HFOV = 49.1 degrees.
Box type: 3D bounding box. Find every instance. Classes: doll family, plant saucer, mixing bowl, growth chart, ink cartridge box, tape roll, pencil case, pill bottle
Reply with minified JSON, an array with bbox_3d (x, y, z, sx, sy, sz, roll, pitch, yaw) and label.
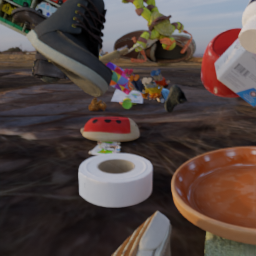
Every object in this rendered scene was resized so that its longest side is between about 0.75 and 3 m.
[{"bbox_3d":[0.502,-1.224,8.411,1.520,0.685,0.944,11,-19,34],"label":"doll family"},{"bbox_3d":[2.030,0.983,4.526,2.618,0.423,2.618,-8,18,3],"label":"plant saucer"},{"bbox_3d":[3.368,-2.274,8.947,2.362,2.362,1.279,11,-22,34],"label":"mixing bowl"},{"bbox_3d":[-0.627,0.600,8.098,0.847,0.104,1.171,4,17,9],"label":"growth chart"},{"bbox_3d":[3.177,-1.665,6.855,1.222,1.660,1.201,35,32,-9],"label":"ink cartridge box"},{"bbox_3d":[-0.256,1.021,5.775,1.516,0.530,1.516,0,16,0],"label":"tape roll"},{"bbox_3d":[-0.554,-1.987,10.385,1.861,0.822,0.822,32,13,-8],"label":"pencil case"},{"bbox_3d":[2.469,-2.026,4.767,0.824,1.484,0.824,28,-13,7],"label":"pill bottle"}]

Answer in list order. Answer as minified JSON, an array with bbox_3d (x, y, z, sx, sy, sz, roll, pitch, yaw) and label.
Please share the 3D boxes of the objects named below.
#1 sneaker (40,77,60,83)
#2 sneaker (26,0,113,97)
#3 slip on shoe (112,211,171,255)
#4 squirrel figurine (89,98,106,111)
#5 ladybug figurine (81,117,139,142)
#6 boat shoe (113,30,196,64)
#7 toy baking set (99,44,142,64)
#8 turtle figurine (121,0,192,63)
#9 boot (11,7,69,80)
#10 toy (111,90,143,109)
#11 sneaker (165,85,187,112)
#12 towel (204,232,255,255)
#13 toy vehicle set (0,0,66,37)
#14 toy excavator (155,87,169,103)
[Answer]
[{"bbox_3d":[-1.587,-2.464,8.210,1.083,2.833,1.623,16,-8,17],"label":"sneaker"},{"bbox_3d":[-0.596,-1.249,3.591,0.798,1.134,2.134,42,1,-43],"label":"sneaker"},{"bbox_3d":[0.092,1.765,2.734,0.812,1.019,2.681,44,15,6],"label":"slip on shoe"},{"bbox_3d":[-1.441,-0.994,13.253,0.740,0.561,0.793,22,39,31],"label":"squirrel figurine"},{"bbox_3d":[-0.544,0.020,8.848,1.875,0.674,1.272,0,11,-17],"label":"ladybug figurine"},{"bbox_3d":[0.636,-2.169,7.593,2.304,0.872,0.827,3,29,18],"label":"boat shoe"},{"bbox_3d":[-0.328,-1.451,5.596,1.299,0.151,0.997,-23,18,5],"label":"toy baking set"},{"bbox_3d":[0.564,-2.345,6.322,2.067,1.667,0.666,-30,-5,-30],"label":"turtle figurine"},{"bbox_3d":[-2.047,-1.900,6.482,1.699,1.479,0.588,15,9,14],"label":"boot"},{"bbox_3d":[-0.003,-1.456,14.519,1.509,0.619,2.621,4,17,2],"label":"toy"},{"bbox_3d":[1.148,-0.613,6.770,0.296,0.775,0.444,-17,51,-32],"label":"sneaker"},{"bbox_3d":[1.737,1.626,4.005,1.271,0.313,1.713,5,16,20],"label":"towel"},{"bbox_3d":[-1.971,-2.829,6.936,2.397,1.490,0.318,25,15,-1],"label":"toy vehicle set"},{"bbox_3d":[2.170,-1.799,15.452,1.307,1.271,0.653,-32,22,-9],"label":"toy excavator"}]
